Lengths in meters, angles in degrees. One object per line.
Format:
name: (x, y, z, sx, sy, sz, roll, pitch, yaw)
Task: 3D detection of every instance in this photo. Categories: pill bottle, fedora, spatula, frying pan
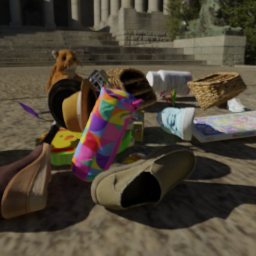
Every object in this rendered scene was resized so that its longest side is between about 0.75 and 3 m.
pill bottle: (2.390, -2.634, 16.441, 2.482, 1.407, 1.407, 1, 15, -15)
fedora: (-1.242, -0.413, 7.286, 0.728, 1.786, 1.786, -5, 15, 6)
spatula: (-3.214, -0.583, 11.406, 2.991, 0.307, 0.845, 11, -27, 16)
pill bottle: (0.117, 0.906, 6.241, 0.540, 0.540, 0.988, 6, 17, 21)
frying pan: (-1.670, -0.166, 7.801, 1.564, 2.586, 0.421, 23, -25, -34)

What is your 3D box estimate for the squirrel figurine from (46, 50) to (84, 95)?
squirrel figurine: (-3.552, -2.784, 15.149, 2.094, 2.762, 2.959, -11, 19, -35)

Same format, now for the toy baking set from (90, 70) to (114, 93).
toy baking set: (-0.708, -0.855, 8.321, 1.254, 1.634, 0.190, 27, -13, -26)

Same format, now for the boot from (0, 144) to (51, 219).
boot: (-2.550, 0.923, 5.564, 1.928, 0.839, 2.318, 0, 20, -11)

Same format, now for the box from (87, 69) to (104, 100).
box: (-1.415, -1.124, 9.719, 0.393, 1.359, 1.710, 40, -13, 5)

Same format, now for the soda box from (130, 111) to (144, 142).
soda box: (0.239, -0.099, 9.590, 0.579, 0.613, 1.810, 2, 17, 6)

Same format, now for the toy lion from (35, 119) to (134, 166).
toy lion: (-1.261, 0.382, 7.930, 2.422, 0.831, 2.321, 6, 24, 18)

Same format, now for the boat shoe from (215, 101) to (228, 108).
boat shoe: (4.651, -1.385, 14.259, 0.604, 0.605, 1.719, 22, 18, 40)

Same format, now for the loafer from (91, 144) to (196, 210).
loafer: (0.491, 1.012, 5.406, 2.384, 0.906, 0.804, -20, 25, -27)

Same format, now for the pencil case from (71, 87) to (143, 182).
pencil case: (-0.501, 0.146, 5.945, 0.924, 2.090, 0.924, 22, 19, -8)

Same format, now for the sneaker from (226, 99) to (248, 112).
sneaker: (5.096, -1.060, 13.153, 0.526, 0.555, 1.374, -3, 17, -15)

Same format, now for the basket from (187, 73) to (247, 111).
basket: (3.804, -1.839, 11.823, 1.995, 1.486, 1.424, -19, -14, -25)

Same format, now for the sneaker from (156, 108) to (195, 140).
sneaker: (1.437, -0.155, 8.874, 1.110, 1.002, 2.710, 5, 0, 5)

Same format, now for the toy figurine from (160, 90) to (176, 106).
toy figurine: (2.006, -1.583, 14.338, 0.757, 0.822, 0.617, 7, 12, 21)

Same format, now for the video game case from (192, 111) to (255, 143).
video game case: (3.623, -0.099, 9.758, 2.964, 0.267, 2.123, -7, 16, -3)

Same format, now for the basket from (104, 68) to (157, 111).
basket: (0.145, -2.069, 14.180, 2.013, 1.929, 2.702, 8, 18, 30)
